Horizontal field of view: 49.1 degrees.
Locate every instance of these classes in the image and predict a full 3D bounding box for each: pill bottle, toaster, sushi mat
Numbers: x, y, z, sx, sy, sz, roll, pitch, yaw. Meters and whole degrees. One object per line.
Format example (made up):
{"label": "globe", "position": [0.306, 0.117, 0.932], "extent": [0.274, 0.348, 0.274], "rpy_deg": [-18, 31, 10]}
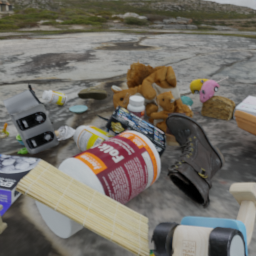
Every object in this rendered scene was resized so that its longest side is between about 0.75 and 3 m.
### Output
{"label": "pill bottle", "position": [0.272, -0.538, 10.175], "extent": [0.620, 1.131, 0.620], "rpy_deg": [4, 27, -2]}
{"label": "pill bottle", "position": [-0.610, 1.148, 6.220], "extent": [1.491, 1.491, 2.611], "rpy_deg": [21, 32, 37]}
{"label": "toaster", "position": [-2.900, -0.252, 8.336], "extent": [0.974, 1.485, 1.642], "rpy_deg": [-26, 37, -20]}
{"label": "pill bottle", "position": [-3.265, -1.343, 12.448], "extent": [0.983, 0.537, 0.537], "rpy_deg": [13, 14, -37]}
{"label": "pill bottle", "position": [-0.973, 0.464, 8.509], "extent": [0.866, 0.866, 1.585], "rpy_deg": [-21, 33, -38]}
{"label": "sushi mat", "position": [-0.613, 1.293, 4.625], "extent": [2.295, 0.139, 1.098], "rpy_deg": [31, 12, -7]}

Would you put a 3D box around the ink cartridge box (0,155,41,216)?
{"label": "ink cartridge box", "position": [-3.541, 1.348, 7.126], "extent": [1.965, 0.430, 1.984], "rpy_deg": [5, 27, 11]}

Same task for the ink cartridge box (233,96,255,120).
{"label": "ink cartridge box", "position": [5.691, -0.596, 11.211], "extent": [2.332, 0.665, 1.896], "rpy_deg": [13, 27, 35]}

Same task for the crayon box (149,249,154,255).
{"label": "crayon box", "position": [0.548, 2.418, 4.784], "extent": [0.471, 0.231, 0.793], "rpy_deg": [-6, 14, 2]}

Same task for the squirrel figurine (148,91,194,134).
{"label": "squirrel figurine", "position": [1.521, -0.578, 10.004], "extent": [1.522, 1.420, 1.077], "rpy_deg": [7, 26, -1]}

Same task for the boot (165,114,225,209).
{"label": "boot", "position": [1.510, 0.713, 7.179], "extent": [2.244, 0.777, 1.953], "rpy_deg": [45, 39, 10]}

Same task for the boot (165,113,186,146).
{"label": "boot", "position": [1.827, 0.060, 9.001], "extent": [1.276, 1.062, 0.462], "rpy_deg": [3, 4, -15]}

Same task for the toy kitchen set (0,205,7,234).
{"label": "toy kitchen set", "position": [-3.434, 1.729, 5.373], "extent": [1.458, 1.189, 1.315], "rpy_deg": [6, 26, 14]}

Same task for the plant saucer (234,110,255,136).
{"label": "plant saucer", "position": [4.368, 0.236, 8.349], "extent": [2.626, 0.492, 2.626], "rpy_deg": [24, 9, -4]}

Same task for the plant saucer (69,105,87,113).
{"label": "plant saucer", "position": [-2.137, -0.776, 12.053], "extent": [0.774, 0.149, 0.774], "rpy_deg": [0, 24, 0]}

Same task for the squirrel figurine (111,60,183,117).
{"label": "squirrel figurine", "position": [0.671, -1.493, 11.504], "extent": [2.626, 1.991, 2.814], "rpy_deg": [-17, 40, 9]}

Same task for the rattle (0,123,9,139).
{"label": "rattle", "position": [-4.586, 0.062, 9.824], "extent": [0.756, 0.540, 0.492], "rpy_deg": [17, 47, 21]}

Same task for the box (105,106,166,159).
{"label": "box", "position": [0.271, 0.081, 8.134], "extent": [1.753, 0.403, 1.393], "rpy_deg": [31, 18, -4]}

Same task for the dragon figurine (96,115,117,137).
{"label": "dragon figurine", "position": [-0.283, -0.083, 9.302], "extent": [0.818, 1.645, 0.484], "rpy_deg": [-30, 25, 22]}

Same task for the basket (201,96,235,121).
{"label": "basket", "position": [3.735, -0.926, 11.511], "extent": [1.223, 0.873, 0.911], "rpy_deg": [16, 30, 30]}

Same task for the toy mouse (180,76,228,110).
{"label": "toy mouse", "position": [2.820, -1.396, 11.722], "extent": [2.674, 0.517, 2.376], "rpy_deg": [-22, 25, 49]}

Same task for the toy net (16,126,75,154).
{"label": "toy net", "position": [-2.634, 0.296, 9.150], "extent": [1.944, 0.375, 1.020], "rpy_deg": [-15, 26, -10]}

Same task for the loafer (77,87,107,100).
{"label": "loafer", "position": [-1.611, -1.614, 12.821], "extent": [1.483, 0.564, 0.500], "rpy_deg": [5, 54, 18]}

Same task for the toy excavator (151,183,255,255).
{"label": "toy excavator", "position": [1.601, 1.964, 4.637], "extent": [1.235, 2.405, 2.473], "rpy_deg": [-12, -27, 41]}
